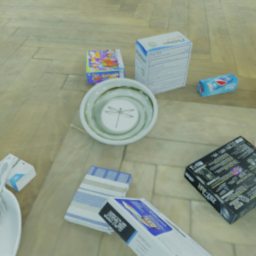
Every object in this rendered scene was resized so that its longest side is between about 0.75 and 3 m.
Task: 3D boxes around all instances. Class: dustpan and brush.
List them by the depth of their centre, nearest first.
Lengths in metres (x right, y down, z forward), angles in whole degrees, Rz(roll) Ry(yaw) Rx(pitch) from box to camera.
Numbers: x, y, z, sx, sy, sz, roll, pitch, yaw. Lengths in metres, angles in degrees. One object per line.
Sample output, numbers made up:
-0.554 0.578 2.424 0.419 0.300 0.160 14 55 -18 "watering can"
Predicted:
-3.786 2.134 7.934 2.084 0.854 2.986 4 44 4 "dustpan and brush"

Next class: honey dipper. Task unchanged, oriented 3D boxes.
-1.710 0.117 10.507 1.232 0.234 0.234 22 48 25 "honey dipper"

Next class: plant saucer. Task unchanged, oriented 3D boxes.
-0.340 -0.532 10.499 2.868 0.720 2.868 -1 61 2 "plant saucer"

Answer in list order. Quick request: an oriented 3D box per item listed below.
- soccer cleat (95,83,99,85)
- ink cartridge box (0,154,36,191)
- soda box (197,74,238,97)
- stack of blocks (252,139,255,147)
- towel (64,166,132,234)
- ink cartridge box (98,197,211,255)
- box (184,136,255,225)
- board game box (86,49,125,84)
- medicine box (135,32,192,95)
-1.115 -1.795 12.342 0.350 0.305 0.916 -47 58 3 "soccer cleat"
-3.765 1.368 9.025 1.335 0.445 0.773 22 48 21 "ink cartridge box"
3.925 -1.872 12.287 1.668 0.566 0.535 -13 46 -14 "soda box"
4.945 0.744 9.749 1.130 0.331 0.650 16 46 17 "stack of blocks"
-0.832 2.078 8.450 1.512 0.245 2.058 10 43 13 "towel"
0.785 2.635 6.583 2.532 2.562 0.602 36 89 26 "ink cartridge box"
3.398 1.493 8.808 2.558 0.557 2.049 -25 49 -24 "box"
-1.107 -2.944 13.183 1.663 0.554 2.473 -5 37 -5 "board game box"
1.428 -2.692 11.940 2.021 2.219 1.142 -17 47 -17 "medicine box"
